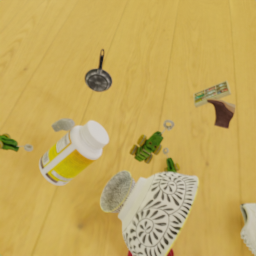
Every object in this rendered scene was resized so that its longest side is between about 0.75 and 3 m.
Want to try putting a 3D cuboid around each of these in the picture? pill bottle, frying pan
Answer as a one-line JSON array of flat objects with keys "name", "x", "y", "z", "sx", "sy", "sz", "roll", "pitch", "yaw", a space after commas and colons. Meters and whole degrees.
[{"name": "pill bottle", "x": -1.645, "y": 0.756, "z": 8.629, "sx": 2.182, "sy": 1.192, "sz": 1.192, "roll": -39, "pitch": 54, "yaw": 22}, {"name": "frying pan", "x": -0.859, "y": -1.776, "z": 9.431, "sx": 0.977, "sy": 1.615, "sz": 0.263, "roll": 27, "pitch": 42, "yaw": -20}]

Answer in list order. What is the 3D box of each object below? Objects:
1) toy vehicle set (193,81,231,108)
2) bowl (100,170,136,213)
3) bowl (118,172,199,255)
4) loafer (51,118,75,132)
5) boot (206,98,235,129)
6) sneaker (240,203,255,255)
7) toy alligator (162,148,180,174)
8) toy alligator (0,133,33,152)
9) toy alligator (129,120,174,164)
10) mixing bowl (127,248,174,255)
[{"name": "toy vehicle set", "x": 3.164, "y": -1.281, "z": 10.656, "sx": 1.356, "sy": 0.180, "sz": 0.842, "roll": -21, "pitch": 29, "yaw": 24}, {"name": "bowl", "x": -0.198, "y": 2.492, "z": 10.360, "sx": 0.790, "sy": 1.684, "sz": 1.684, "roll": 39, "pitch": 52, "yaw": -26}, {"name": "bowl", "x": 0.602, "y": 2.224, "z": 7.644, "sx": 1.345, "sy": 2.865, "sz": 2.865, "roll": 31, "pitch": 60, "yaw": 6}, {"name": "loafer", "x": -1.891, "y": -0.125, "z": 8.352, "sx": 0.409, "sy": 0.410, "sz": 1.172, "roll": -37, "pitch": 20, "yaw": -35}, {"name": "boot", "x": 2.535, "y": -0.410, "z": 7.857, "sx": 0.879, "sy": 0.318, "sz": 0.731, "roll": 17, "pitch": 96, "yaw": -3}, {"name": "sneaker", "x": 4.357, "y": 3.824, "z": 9.638, "sx": 0.916, "sy": 0.945, "sz": 2.588, "roll": 0, "pitch": 46, "yaw": 12}, {"name": "toy alligator", "x": 1.793, "y": 1.644, "z": 11.345, "sx": 0.611, "sy": 0.443, "sz": 1.845, "roll": -24, "pitch": 52, "yaw": 22}, {"name": "toy alligator", "x": -3.919, "y": 0.498, "z": 8.749, "sx": 1.901, "sy": 0.457, "sz": 0.630, "roll": 21, "pitch": 26, "yaw": 1}, {"name": "toy alligator", "x": 0.724, "y": 0.596, "z": 9.419, "sx": 0.820, "sy": 2.473, "sz": 0.594, "roll": 30, "pitch": 47, "yaw": -5}, {"name": "mixing bowl", "x": 0.727, "y": 3.903, "z": 9.319, "sx": 1.513, "sy": 1.513, "sz": 0.820, "roll": 1, "pitch": 31, "yaw": 1}]
